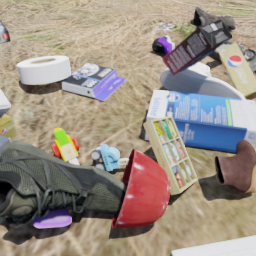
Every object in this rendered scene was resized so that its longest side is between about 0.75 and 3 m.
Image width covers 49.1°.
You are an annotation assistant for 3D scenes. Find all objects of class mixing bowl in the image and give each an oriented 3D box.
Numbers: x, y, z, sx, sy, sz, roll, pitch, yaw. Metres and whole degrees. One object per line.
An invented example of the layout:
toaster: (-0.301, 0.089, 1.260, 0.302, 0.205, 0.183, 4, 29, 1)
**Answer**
mixing bowl: (0.273, 1.125, 4.916, 0.767, 1.417, 1.417, 15, 40, -3)

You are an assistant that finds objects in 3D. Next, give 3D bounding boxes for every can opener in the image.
can opener: (3.775, -2.736, 10.259, 0.914, 0.729, 2.734, 12, 25, -40)

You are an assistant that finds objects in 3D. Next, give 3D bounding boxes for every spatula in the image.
spatula: (-1.673, 1.097, 5.611, 0.687, 0.250, 2.430, 8, 28, -29)

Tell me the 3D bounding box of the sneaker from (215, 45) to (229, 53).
sneaker: (3.093, -2.703, 9.559, 0.946, 0.361, 0.381, -5, 14, -43)

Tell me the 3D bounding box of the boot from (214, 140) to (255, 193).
boot: (2.120, 0.658, 5.524, 0.997, 0.434, 1.198, 20, 55, -26)

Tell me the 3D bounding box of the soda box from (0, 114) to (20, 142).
soda box: (-3.714, -0.179, 6.861, 2.320, 0.786, 0.742, 25, 45, 28)

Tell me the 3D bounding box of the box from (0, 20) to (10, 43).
box: (-6.234, -4.314, 12.188, 1.518, 0.479, 2.758, -21, 43, -23)

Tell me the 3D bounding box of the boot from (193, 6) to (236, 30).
boot: (3.992, -5.030, 13.015, 1.658, 0.659, 1.905, -2, 49, -3)

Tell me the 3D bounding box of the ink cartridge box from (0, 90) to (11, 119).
ink cartridge box: (-3.279, -0.690, 4.986, 2.215, 1.800, 0.632, 56, 25, 12)

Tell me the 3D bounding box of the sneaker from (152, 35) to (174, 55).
sneaker: (1.306, -3.025, 10.637, 0.761, 0.532, 1.531, -8, 35, -1)

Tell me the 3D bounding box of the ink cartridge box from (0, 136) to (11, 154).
ink cartridge box: (-2.773, 0.642, 5.782, 0.643, 0.873, 0.632, 14, 41, 17)

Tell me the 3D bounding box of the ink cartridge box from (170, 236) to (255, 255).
ink cartridge box: (2.116, 2.301, 3.750, 2.896, 0.859, 1.503, -7, 40, -8)

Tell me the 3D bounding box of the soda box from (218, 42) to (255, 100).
soda box: (3.172, -1.570, 7.997, 0.551, 0.521, 1.628, -25, 67, 18)

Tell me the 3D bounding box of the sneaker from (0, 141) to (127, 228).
sneaker: (-1.181, 1.164, 4.685, 2.464, 0.942, 1.411, 23, 29, -7)

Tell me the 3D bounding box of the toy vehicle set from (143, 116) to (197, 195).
toy vehicle set: (0.856, 0.492, 5.534, 0.191, 1.443, 0.896, -25, -6, 35)

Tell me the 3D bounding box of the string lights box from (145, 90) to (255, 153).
string lights box: (1.782, -0.201, 6.894, 2.551, 0.752, 1.311, 8, 39, 9)

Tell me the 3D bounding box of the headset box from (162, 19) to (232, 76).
headset box: (1.648, -1.938, 6.955, 1.091, 1.466, 0.566, -31, 87, -40)

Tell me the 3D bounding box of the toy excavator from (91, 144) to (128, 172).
toy excavator: (-0.241, 0.697, 5.905, 0.865, 0.841, 0.432, -16, 10, 13)

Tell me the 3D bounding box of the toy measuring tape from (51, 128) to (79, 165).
toy measuring tape: (-1.242, 0.705, 6.106, 0.602, 0.602, 1.636, -21, 67, -24)

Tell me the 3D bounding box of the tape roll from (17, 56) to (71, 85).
tape roll: (-2.616, -1.842, 8.807, 1.577, 0.552, 1.577, -5, 24, 2)

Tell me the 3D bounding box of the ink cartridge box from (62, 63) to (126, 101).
ink cartridge box: (-1.043, -1.494, 8.851, 1.516, 0.329, 1.501, 17, 41, 19)

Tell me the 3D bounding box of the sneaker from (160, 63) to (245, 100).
sneaker: (2.366, -1.292, 8.137, 2.517, 0.927, 1.455, 31, 40, 21)
